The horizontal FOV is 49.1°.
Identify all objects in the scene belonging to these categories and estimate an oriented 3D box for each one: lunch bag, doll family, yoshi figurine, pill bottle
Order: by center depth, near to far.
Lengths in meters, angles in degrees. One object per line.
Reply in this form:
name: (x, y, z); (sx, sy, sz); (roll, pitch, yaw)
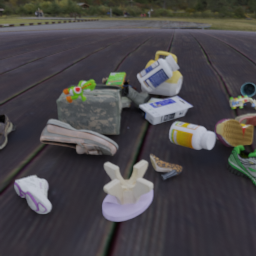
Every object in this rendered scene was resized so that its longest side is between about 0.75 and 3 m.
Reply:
pill bottle: (2.068, 0.279, 9.025); (1.343, 0.746, 0.746); (15, 29, 42)
yoshi figurine: (-1.638, -1.325, 9.874); (1.165, 0.655, 0.652); (-23, 38, 10)
lunch bag: (-1.443, -0.904, 11.584); (2.358, 1.690, 2.875); (0, 21, -1)
pill bottle: (1.495, -2.713, 13.842); (1.919, 1.065, 1.065); (-33, 20, 15)
doll family: (-0.420, -2.390, 15.780); (2.041, 0.801, 1.180); (-13, 23, -32)

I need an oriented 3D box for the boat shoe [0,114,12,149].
boat shoe: (-4.839, 0.138, 10.263); (0.731, 0.719, 1.962); (-9, 32, -4)

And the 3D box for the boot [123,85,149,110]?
boot: (0.380, -1.639, 13.528); (1.250, 0.648, 1.914); (43, 22, -15)

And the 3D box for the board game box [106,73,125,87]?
board game box: (-0.631, -2.509, 14.664); (0.819, 0.257, 1.714); (-1, 28, 7)

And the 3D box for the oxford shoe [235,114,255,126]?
oxford shoe: (5.399, -0.397, 11.710); (1.796, 0.636, 0.663); (-2, 23, -6)

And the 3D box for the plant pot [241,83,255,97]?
plant pot: (6.626, -2.119, 15.295); (0.768, 0.768, 0.752); (15, 21, 28)

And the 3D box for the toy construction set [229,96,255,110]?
toy construction set: (5.516, -1.225, 13.370); (1.513, 0.697, 0.992); (3, 0, -12)

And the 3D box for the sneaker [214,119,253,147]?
sneaker: (3.393, 0.198, 9.699); (1.132, 0.941, 2.512); (3, -5, 43)

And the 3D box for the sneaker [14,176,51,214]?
sneaker: (-2.369, 1.661, 7.380); (0.781, 0.587, 1.567); (-22, 33, -38)

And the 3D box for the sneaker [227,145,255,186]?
sneaker: (3.816, 1.172, 8.096); (0.792, 0.865, 2.029); (-20, 32, -36)

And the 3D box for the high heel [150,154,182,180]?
high heel: (1.156, 1.094, 8.602); (0.714, 0.358, 1.002); (-21, 51, -16)

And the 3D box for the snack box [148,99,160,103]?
snack box: (1.309, -1.155, 13.782); (0.665, 0.212, 1.145); (10, 27, 20)

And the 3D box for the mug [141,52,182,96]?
mug: (1.859, -2.648, 14.955); (1.839, 2.240, 1.794); (20, 67, 19)

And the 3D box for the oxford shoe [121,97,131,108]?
oxford shoe: (-0.666, -1.152, 13.444); (1.712, 0.494, 0.644); (-3, 28, 4)

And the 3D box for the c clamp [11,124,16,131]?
c clamp: (-4.877, 0.073, 11.242); (0.766, 0.104, 0.654); (-19, 47, -33)

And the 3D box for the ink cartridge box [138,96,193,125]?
ink cartridge box: (1.706, -0.823, 12.634); (2.295, 0.450, 1.141); (-16, 40, -29)

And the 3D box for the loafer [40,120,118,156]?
loafer: (-1.705, 0.532, 9.499); (2.738, 0.984, 0.861); (18, 62, 18)

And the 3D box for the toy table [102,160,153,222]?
toy table: (-0.008, 1.542, 7.215); (1.500, 0.956, 1.632); (13, 29, 26)
